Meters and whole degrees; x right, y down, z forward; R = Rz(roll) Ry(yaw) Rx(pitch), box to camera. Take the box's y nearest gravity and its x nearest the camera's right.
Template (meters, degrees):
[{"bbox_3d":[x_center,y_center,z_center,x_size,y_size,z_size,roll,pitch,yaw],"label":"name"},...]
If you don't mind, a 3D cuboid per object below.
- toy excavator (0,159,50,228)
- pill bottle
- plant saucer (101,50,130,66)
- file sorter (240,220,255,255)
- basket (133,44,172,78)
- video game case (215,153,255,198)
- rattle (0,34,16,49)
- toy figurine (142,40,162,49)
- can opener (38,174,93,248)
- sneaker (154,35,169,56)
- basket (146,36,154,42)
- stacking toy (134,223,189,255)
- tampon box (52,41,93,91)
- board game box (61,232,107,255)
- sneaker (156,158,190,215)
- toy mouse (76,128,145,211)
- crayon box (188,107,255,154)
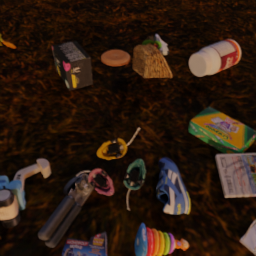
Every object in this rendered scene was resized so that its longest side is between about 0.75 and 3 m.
[{"bbox_3d":[-3.581,1.845,8.683,2.165,1.112,2.227,-6,34,-9],"label":"toy excavator"},{"bbox_3d":[4.319,-3.462,13.995,2.514,1.377,1.377,-26,48,-28],"label":"pill bottle"},{"bbox_3d":[-0.700,-3.917,15.487,1.595,0.257,1.595,0,43,0],"label":"plant saucer"},{"bbox_3d":[4.009,3.021,7.358,1.061,0.953,1.530,-29,50,-28],"label":"file sorter"},{"bbox_3d":[1.182,-3.259,13.391,1.455,1.394,1.954,-4,25,-15],"label":"basket"},{"bbox_3d":[4.079,1.542,9.294,2.079,0.187,1.489,-2,56,-2],"label":"video game case"},{"bbox_3d":[-7.693,-4.429,16.045,1.235,1.355,1.898,9,62,42],"label":"rattle"},{"bbox_3d":[1.109,-4.099,15.249,1.244,0.934,1.145,-3,47,41],"label":"toy figurine"},{"bbox_3d":[-1.869,2.380,8.467,0.811,0.647,2.426,-11,31,40],"label":"can opener"},{"bbox_3d":[1.894,-4.730,16.172,0.656,0.677,1.853,1,51,-12],"label":"sneaker"},{"bbox_3d":[1.217,-5.102,16.568,0.568,0.544,0.762,2,42,1],"label":"basket"},{"bbox_3d":[0.954,3.118,7.530,1.446,0.794,0.839,8,39,-9],"label":"stacking toy"},{"bbox_3d":[-2.701,-3.050,13.599,1.251,1.486,1.982,-20,46,-20],"label":"tampon box"},{"bbox_3d":[-1.052,3.382,7.359,1.313,0.405,1.313,7,42,8],"label":"board game box"},{"bbox_3d":[1.246,1.788,8.860,0.859,0.773,2.089,-10,42,-7],"label":"sneaker"},{"bbox_3d":[-0.319,1.532,8.954,2.518,0.487,2.238,-24,78,2],"label":"toy mouse"},{"bbox_3d":[3.578,0.153,10.723,1.286,0.631,2.166,-33,52,-31],"label":"crayon box"}]
